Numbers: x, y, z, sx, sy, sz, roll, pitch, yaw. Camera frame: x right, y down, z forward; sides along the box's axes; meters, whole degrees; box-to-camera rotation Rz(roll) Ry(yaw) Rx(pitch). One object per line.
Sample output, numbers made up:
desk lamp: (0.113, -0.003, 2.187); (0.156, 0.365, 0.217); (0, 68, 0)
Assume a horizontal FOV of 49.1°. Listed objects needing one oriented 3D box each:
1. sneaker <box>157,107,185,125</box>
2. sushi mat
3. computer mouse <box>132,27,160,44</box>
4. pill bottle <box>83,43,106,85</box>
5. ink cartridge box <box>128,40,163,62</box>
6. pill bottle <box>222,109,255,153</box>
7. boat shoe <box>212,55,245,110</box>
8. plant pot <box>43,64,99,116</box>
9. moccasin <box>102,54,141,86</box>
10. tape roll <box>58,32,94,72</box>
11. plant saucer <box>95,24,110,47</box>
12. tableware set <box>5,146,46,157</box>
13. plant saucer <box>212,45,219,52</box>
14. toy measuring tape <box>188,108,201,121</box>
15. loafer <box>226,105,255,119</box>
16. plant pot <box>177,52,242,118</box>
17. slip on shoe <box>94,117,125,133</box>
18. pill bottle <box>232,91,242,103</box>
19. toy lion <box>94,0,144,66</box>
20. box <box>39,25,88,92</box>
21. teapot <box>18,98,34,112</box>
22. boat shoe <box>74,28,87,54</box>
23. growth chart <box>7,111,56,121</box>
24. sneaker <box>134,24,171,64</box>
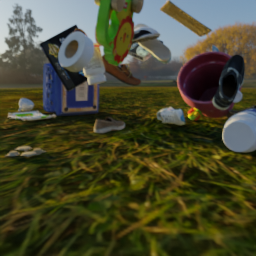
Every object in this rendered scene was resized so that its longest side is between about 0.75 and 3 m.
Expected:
sneaker: (1.896, -0.446, 12.340); (0.776, 0.735, 1.921); (-17, 12, -12)
sushi mat: (2.298, -4.321, 11.204); (2.139, 0.129, 1.023); (27, -3, -15)
computer mouse: (0.208, -3.908, 11.974); (2.430, 0.533, 1.333); (-5, 7, 27)
pill bottle: (-1.117, -2.000, 8.862); (0.680, 1.200, 0.680); (-13, 6, 2)
ink cartridge box: (0.637, -4.031, 13.828); (1.612, 0.350, 1.597); (30, 59, 29)
pill bottle: (3.439, 0.086, 8.113); (1.118, 1.118, 2.012); (8, 13, 34)
boat shoe: (2.606, -1.230, 7.000); (0.588, 1.637, 0.553); (21, -23, 13)
plant pot: (-3.056, -2.094, 15.533); (2.781, 2.781, 2.501); (-5, 17, -29)
moccasin: (-0.276, -2.286, 11.140); (1.871, 0.722, 0.684); (29, 15, -13)
tape roll: (-1.298, -1.878, 6.951); (0.956, 0.956, 0.335); (9, -9, 38)
plant saucer: (-0.923, -3.528, 10.256); (0.200, 1.069, 1.069); (-4, 11, -30)
tableware set: (-2.829, 0.672, 7.765); (0.977, 0.113, 0.816); (4, 11, 19)
plant saucer: (4.447, -3.479, 13.987); (0.260, 1.348, 1.348); (-7, 7, 26)
toy measuring tape: (3.161, -0.667, 13.727); (0.603, 0.603, 1.640); (0, 6, 1)
loafer: (5.591, -0.618, 12.556); (0.944, 0.837, 2.483); (-9, 14, -38)
plant pot: (4.012, -1.776, 13.330); (2.782, 2.782, 2.490); (6, -21, 29)
slip on shoe: (-0.714, -0.174, 11.118); (0.636, 0.507, 1.673); (9, 14, 39)
pill bottle: (3.480, -1.150, 9.299); (0.412, 0.412, 0.753); (1, 27, 6)
toy lion: (-0.323, -2.922, 8.358); (0.770, 2.150, 2.243); (21, 25, 16)
box: (-2.353, -2.878, 11.711); (1.752, 2.204, 0.507); (-30, 8, -6)
teapot: (-6.161, -1.306, 16.801); (0.909, 0.664, 0.897); (16, 26, -42)
boat shoe: (-1.769, -2.960, 10.716); (0.599, 0.599, 1.702); (17, -28, 18)
growth chart: (-5.006, -0.602, 14.214); (1.828, 0.224, 2.526); (-9, 13, -35)
sneaker: (1.074, -3.733, 12.776); (0.856, 2.317, 0.949); (-39, -14, 3)
